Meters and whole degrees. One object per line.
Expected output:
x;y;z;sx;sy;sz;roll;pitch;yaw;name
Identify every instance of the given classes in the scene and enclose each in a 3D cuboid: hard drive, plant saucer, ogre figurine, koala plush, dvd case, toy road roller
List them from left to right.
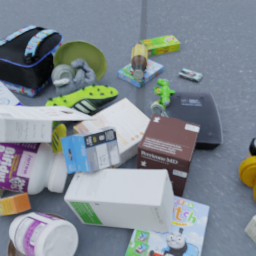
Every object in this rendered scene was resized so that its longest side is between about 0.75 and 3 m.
-2.265;3.079;7.372;1.697;0.272;1.697;-1;46;1;plant saucer
-2.718;-2.168;11.992;1.064;1.064;0.267;-23;33;-21;plant saucer
-2.195;-1.718;11.381;1.649;1.462;1.515;-28;57;-26;koala plush
-1.985;-2.762;11.816;2.222;2.222;0.345;1;48;1;plant saucer
1.318;-1.283;10.746;0.727;0.888;1.481;24;70;-11;ogre figurine
2.880;-2.439;12.905;0.982;0.108;0.717;24;39;21;dvd case
2.391;-0.355;10.525;1.938;0.608;2.873;3;43;3;hard drive
4.473;1.413;8.221;2.311;1.420;1.687;9;47;11;toy road roller

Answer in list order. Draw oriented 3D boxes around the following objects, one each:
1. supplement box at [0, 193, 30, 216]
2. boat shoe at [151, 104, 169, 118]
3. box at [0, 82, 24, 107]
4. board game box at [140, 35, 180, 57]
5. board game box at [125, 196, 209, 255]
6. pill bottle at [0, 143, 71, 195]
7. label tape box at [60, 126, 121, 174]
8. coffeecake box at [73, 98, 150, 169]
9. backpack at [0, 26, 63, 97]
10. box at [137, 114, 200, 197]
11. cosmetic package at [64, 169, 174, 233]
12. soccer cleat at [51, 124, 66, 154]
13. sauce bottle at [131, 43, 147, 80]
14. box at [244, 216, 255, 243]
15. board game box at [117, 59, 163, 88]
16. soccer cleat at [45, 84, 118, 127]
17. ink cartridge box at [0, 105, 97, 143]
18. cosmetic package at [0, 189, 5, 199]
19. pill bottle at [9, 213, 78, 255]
-3.205;2.106;7.595;0.461;1.341;0.446;-10;82;-49;supplement box
1.099;-0.360;8.915;0.367;1.007;0.311;-36;24;9;boat shoe
-5.132;-0.426;10.190;2.157;1.230;2.345;-32;52;-29;box
1.640;-4.275;14.595;1.870;0.445;0.950;-15;47;-14;board game box
1.052;2.902;7.432;1.784;0.432;2.359;14;46;14;board game box
-3.152;1.030;8.068;2.820;1.583;1.583;13;44;-10;pill bottle
-0.951;0.609;7.363;1.397;1.007;0.442;-15;15;-27;label tape box
-0.424;0.230;9.668;2.322;0.848;1.782;-31;61;-28;coffeecake box
-4.290;-3.133;12.330;2.737;2.017;2.998;15;48;15;backpack
1.181;0.842;8.515;1.507;1.816;1.491;15;47;15;box
-0.166;1.860;7.394;2.545;1.370;1.080;-2;43;22;cosmetic package
-2.188;0.608;8.951;0.526;1.627;0.680;-17;48;-45;soccer cleat
0.487;-2.984;12.577;0.765;0.765;2.363;3;43;3;sauce bottle
3.898;2.977;7.115;0.654;0.799;1.682;-22;50;-21;box
0.575;-2.629;13.037;1.336;0.323;1.766;31;52;28;board game box
-1.736;-0.873;10.720;2.863;1.160;0.967;-18;47;-22;soccer cleat
-2.637;-0.191;8.016;2.553;0.648;2.897;0;10;-31;ink cartridge box
-4.023;1.606;8.694;0.538;0.454;1.041;10;45;0;cosmetic package
-2.132;2.631;6.789;1.821;1.022;1.022;-4;34;44;pill bottle
